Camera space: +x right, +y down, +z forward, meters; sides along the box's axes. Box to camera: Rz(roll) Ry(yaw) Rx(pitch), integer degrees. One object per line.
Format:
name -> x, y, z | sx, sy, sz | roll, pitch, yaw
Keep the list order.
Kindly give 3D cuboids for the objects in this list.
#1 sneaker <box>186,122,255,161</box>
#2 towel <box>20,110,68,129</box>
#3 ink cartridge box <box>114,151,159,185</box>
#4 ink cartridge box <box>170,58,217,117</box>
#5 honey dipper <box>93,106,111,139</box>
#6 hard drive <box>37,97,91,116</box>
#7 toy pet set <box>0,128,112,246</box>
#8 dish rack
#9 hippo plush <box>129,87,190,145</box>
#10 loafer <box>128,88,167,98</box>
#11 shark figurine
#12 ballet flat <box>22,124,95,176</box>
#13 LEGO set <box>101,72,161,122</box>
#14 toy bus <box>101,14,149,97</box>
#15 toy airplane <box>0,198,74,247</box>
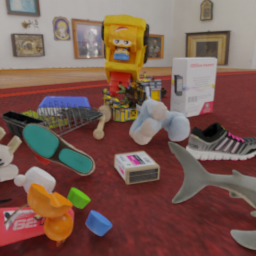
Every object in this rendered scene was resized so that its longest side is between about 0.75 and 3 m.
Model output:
sneaker -> 2.293, 0.280, 6.675 | 1.900, 0.831, 0.701 | -2, 15, -6
towel -> -3.318, -0.323, 10.054 | 2.449, 0.221, 1.054 | 13, 19, 40
ink cartridge box -> 0.160, 0.794, 5.744 | 0.693, 0.316, 0.841 | -4, 19, -20
ink cartridge box -> 2.575, -1.647, 11.110 | 1.621, 2.197, 0.940 | -9, 18, -31
honey dipper -> -0.842, -0.203, 9.181 | 0.510, 0.510, 2.685 | 0, 17, -2
hard drive -> -2.607, -0.941, 11.678 | 1.916, 0.368, 2.904 | 0, 13, -11
toy pet set -> -2.179, 0.921, 4.108 | 2.677, 1.522, 2.867 | 39, -8, -35
dish rack -> -2.243, -0.355, 8.814 | 2.090, 0.743, 2.724 | 15, 30, 41
hippo plush -> 0.931, -0.063, 7.885 | 1.397, 1.384, 1.738 | 24, 18, -17
loafer -> 1.016, -2.076, 15.261 | 2.337, 0.834, 0.853 | -3, 16, -12
shark figurine -> 1.860, 0.841, 3.802 | 1.745, 1.219, 2.921 | -11, 20, -17
ballet flat -> -1.391, 0.474, 5.637 | 1.597, 0.544, 0.537 | 34, -8, 2
LEGO set -> 0.096, -1.382, 11.082 | 2.254, 1.698, 2.931 | -2, 15, -7
toy bus -> -0.255, -2.859, 11.924 | 2.004, 2.835, 2.953 | 9, -17, 5
toy airplane -> -1.646, 1.433, 3.256 | 2.283, 0.420, 2.283 | 6, 13, -1
